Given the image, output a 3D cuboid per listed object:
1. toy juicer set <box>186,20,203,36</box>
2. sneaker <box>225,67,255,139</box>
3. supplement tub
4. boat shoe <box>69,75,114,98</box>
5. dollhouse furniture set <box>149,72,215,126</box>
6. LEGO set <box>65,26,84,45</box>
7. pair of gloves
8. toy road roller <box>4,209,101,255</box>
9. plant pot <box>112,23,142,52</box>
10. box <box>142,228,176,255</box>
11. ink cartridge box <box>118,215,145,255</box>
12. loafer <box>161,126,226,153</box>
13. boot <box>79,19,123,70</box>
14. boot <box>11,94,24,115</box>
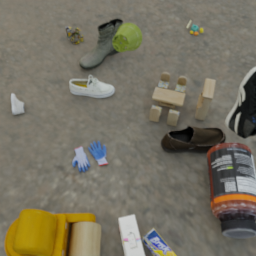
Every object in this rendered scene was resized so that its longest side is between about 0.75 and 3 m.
[{"bbox_3d":[3.444,-5.208,14.834,0.618,0.264,0.971,-42,67,-5],"label":"toy juicer set"},{"bbox_3d":[3.698,-0.626,8.066,0.740,2.025,1.133,0,30,-28],"label":"sneaker"},{"bbox_3d":[3.383,1.985,9.020,1.508,1.508,2.821,4,56,3],"label":"supplement tub"},{"bbox_3d":[-1.582,-1.861,12.097,1.970,0.840,0.728,7,55,5],"label":"boat shoe"},{"bbox_3d":[2.163,-1.297,11.315,2.275,1.481,2.090,14,56,9],"label":"dollhouse furniture set"},{"bbox_3d":[-2.752,-4.840,14.316,0.823,0.620,1.071,-15,56,-10],"label":"LEGO set"},{"bbox_3d":[-1.448,1.067,10.476,1.369,0.156,1.101,-16,56,-12],"label":"pair of gloves"},{"bbox_3d":[-2.136,3.150,7.937,2.613,1.907,1.606,0,55,0],"label":"toy road roller"},{"bbox_3d":[-0.122,-3.152,10.058,1.029,1.029,0.977,17,34,12],"label":"plant pot"},{"bbox_3d":[1.035,3.751,8.382,0.456,0.497,1.419,-33,62,-21],"label":"box"},{"bbox_3d":[0.123,3.512,8.304,0.526,0.908,1.559,-10,57,-8],"label":"ink cartridge box"},{"bbox_3d":[2.505,0.398,10.484,2.502,0.893,0.913,-9,55,-6],"label":"loafer"},{"bbox_3d":[-1.312,-3.989,13.055,2.612,1.706,0.884,-39,64,-24],"label":"boot"},{"bbox_3d":[-4.648,-1.018,11.844,0.500,0.385,1.046,-9,63,-15],"label":"boot"}]
